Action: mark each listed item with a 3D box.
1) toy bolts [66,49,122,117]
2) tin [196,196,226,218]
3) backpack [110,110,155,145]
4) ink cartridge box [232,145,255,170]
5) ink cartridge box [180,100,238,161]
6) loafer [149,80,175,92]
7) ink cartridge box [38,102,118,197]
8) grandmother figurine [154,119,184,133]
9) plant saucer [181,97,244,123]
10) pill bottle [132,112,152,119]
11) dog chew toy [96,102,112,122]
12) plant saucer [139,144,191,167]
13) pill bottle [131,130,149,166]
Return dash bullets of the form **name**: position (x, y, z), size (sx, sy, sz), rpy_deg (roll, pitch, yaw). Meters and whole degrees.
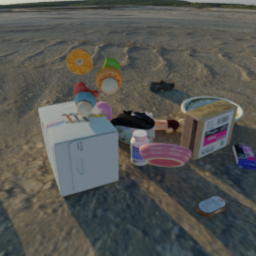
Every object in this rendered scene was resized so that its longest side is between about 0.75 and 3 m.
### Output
- **toy bolts**: position (-1.352, -1.390, 9.318), size (1.917, 2.006, 1.392), rpy_deg (22, 34, -21)
- **tin**: position (2.600, 2.444, 8.729), size (1.015, 0.212, 0.568), rpy_deg (-14, 36, -25)
- **backpack**: position (0.269, 0.058, 11.986), size (1.847, 1.169, 1.542), rpy_deg (14, 35, 22)
- **ink cartridge box**: position (4.580, 1.136, 11.038), size (0.668, 0.262, 1.411), rpy_deg (4, 32, 8)
- **ink cartridge box**: position (3.244, 0.058, 11.283), size (2.261, 1.862, 0.849), rpy_deg (-19, 34, -30)
- **loafer**: position (2.165, -2.683, 17.483), size (1.719, 0.621, 0.626), rpy_deg (-12, 30, -22)
- **ink cartridge box**: position (-1.814, 0.566, 10.080), size (2.113, 2.123, 2.921), rpy_deg (-12, 31, -20)
- **grandmother figurine**: position (1.791, -0.133, 12.877), size (2.280, 0.691, 1.383), rpy_deg (-3, 32, -2)
- **plant saucer**: position (4.056, -0.659, 13.717), size (2.925, 0.734, 2.925), rpy_deg (-1, 30, 0)
- **pill bottle**: position (0.681, -0.509, 13.663), size (0.973, 0.540, 0.540), rpy_deg (0, 29, -1)
- **dog chew toy**: position (-1.199, -0.582, 13.473), size (0.957, 0.957, 1.537), rpy_deg (-6, 37, -10)
- **plant saucer**: position (1.234, 0.972, 9.427), size (1.752, 1.752, 0.444), rpy_deg (4, 70, 7)
- **pill bottle**: position (0.449, 0.747, 10.664), size (0.703, 1.255, 0.703), rpy_deg (0, 29, 0)
